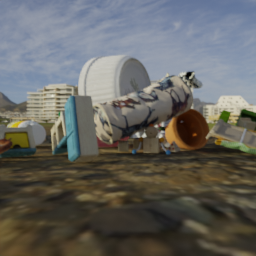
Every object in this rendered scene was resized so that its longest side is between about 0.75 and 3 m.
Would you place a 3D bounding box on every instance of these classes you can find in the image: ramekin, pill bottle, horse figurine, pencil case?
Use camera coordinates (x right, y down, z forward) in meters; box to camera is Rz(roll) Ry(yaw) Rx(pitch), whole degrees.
[{"bbox_3d":[-0.273,-1.198,9.691,1.435,2.734,2.734,-4,-2,33],"label":"ramekin"},{"bbox_3d":[-3.459,0.215,9.493,0.917,0.917,1.627,0,0,-42],"label":"pill bottle"},{"bbox_3d":[-2.821,0.457,5.167,1.230,0.463,1.856,0,0,-21],"label":"horse figurine"},{"bbox_3d":[0.338,-0.554,7.693,2.839,1.270,1.104,-23,-35,-23],"label":"pencil case"},{"bbox_3d":[1.587,0.364,9.587,1.156,0.603,0.603,0,0,-20],"label":"pill bottle"}]

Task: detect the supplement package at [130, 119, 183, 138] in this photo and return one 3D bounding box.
[{"bbox_3d":[1.675,-0.185,16.866,2.293,1.633,2.944,0,0,-45],"label":"supplement package"}]

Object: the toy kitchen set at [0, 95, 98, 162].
[{"bbox_3d":[-1.822,0.287,5.921,1.698,1.248,2.119,-1,-19,-27],"label":"toy kitchen set"}]

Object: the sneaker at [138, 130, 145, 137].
[{"bbox_3d":[0.614,0.031,12.868,0.306,0.817,0.407,36,26,34],"label":"sneaker"}]

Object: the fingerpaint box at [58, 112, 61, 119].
[{"bbox_3d":[-1.469,-0.296,10.329,1.720,0.631,1.435,-5,-3,11],"label":"fingerpaint box"}]

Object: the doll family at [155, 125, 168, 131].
[{"bbox_3d":[2.178,0.294,13.613,1.961,0.769,1.133,4,-7,-40],"label":"doll family"}]

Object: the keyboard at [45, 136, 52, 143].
[{"bbox_3d":[-2.405,0.504,12.634,1.639,0.350,2.730,8,4,34],"label":"keyboard"}]

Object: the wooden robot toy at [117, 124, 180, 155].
[{"bbox_3d":[0.548,0.260,7.419,1.664,0.755,0.733,1,10,13],"label":"wooden robot toy"}]

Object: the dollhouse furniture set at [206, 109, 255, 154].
[{"bbox_3d":[3.164,0.354,8.132,1.446,1.117,2.893,21,27,21],"label":"dollhouse furniture set"}]

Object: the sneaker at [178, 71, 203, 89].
[{"bbox_3d":[2.026,-1.511,8.753,0.859,0.343,0.559,29,-8,-9],"label":"sneaker"}]

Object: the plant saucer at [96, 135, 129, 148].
[{"bbox_3d":[-1.083,0.368,10.150,2.360,0.598,2.360,0,-1,0],"label":"plant saucer"}]

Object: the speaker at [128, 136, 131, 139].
[{"bbox_3d":[-0.550,0.084,12.749,0.787,0.787,1.939,0,1,-29],"label":"speaker"}]

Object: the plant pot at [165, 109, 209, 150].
[{"bbox_3d":[1.774,0.125,8.829,1.279,1.279,0.895,0,-15,-26],"label":"plant pot"}]
